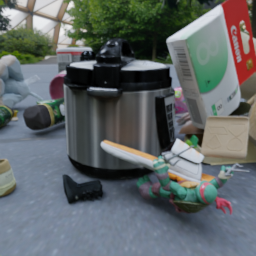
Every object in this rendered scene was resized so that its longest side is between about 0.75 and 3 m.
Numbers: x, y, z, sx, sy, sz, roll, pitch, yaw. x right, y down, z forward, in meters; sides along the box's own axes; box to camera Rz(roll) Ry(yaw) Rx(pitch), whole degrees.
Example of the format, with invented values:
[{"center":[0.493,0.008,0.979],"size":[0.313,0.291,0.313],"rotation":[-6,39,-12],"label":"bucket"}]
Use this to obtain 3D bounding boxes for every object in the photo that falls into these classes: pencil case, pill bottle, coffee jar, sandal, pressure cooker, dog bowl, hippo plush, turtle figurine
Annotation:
[{"center":[1.146,-0.760,8.348],"size":[1.963,0.858,0.858],"rotation":[-10,9,33],"label":"pencil case"},{"center":[-2.247,-2.085,12.073],"size":[1.482,2.602,1.482],"rotation":[-1,14,0],"label":"pill bottle"},{"center":[-2.463,-0.503,9.267],"size":[0.980,0.802,1.880],"rotation":[-6,12,35],"label":"coffee jar"},{"center":[0.655,0.470,4.975],"size":[2.283,0.654,0.875],"rotation":[20,3,1],"label":"sandal"},{"center":[-0.248,-0.560,6.396],"size":[2.535,2.838,2.496],"rotation":[-10,19,-32],"label":"pressure cooker"},{"center":[-4.381,-0.309,9.342],"size":[0.589,0.720,1.380],"rotation":[37,15,-8],"label":"coffee jar"},{"center":[-2.454,-1.460,11.147],"size":[1.600,1.600,0.590],"rotation":[7,20,25],"label":"dog bowl"},{"center":[-5.681,-1.939,12.181],"size":[2.316,2.294,2.880],"rotation":[4,21,21],"label":"hippo plush"},{"center":[0.893,0.881,4.338],"size":[1.299,0.874,1.736],"rotation":[19,-21,-20],"label":"turtle figurine"}]

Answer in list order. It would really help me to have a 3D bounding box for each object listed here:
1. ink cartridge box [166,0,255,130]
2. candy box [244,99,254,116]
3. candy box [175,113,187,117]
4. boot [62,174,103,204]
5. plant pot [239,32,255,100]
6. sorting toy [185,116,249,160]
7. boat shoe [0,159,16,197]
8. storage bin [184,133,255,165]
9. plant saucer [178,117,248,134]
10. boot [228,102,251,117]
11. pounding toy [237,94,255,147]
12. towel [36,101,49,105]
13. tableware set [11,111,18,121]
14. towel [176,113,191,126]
[{"center":[2.333,-1.630,6.555],"size":[2.803,2.255,0.702],"rotation":[-36,30,-20],"label":"ink cartridge box"},{"center":[5.327,-1.512,11.762],"size":[0.728,1.708,2.036],"rotation":[7,18,24],"label":"candy box"},{"center":[2.517,-0.895,11.626],"size":[1.413,0.602,1.684],"rotation":[8,19,27],"label":"candy box"},{"center":[-0.858,1.093,5.247],"size":[0.658,0.297,0.803],"rotation":[-8,25,-20],"label":"boot"},{"center":[3.722,-2.156,9.716],"size":[2.506,2.737,2.737],"rotation":[22,20,10],"label":"plant pot"},{"center":[1.635,0.170,5.254],"size":[1.135,0.839,0.167],"rotation":[2,-30,28],"label":"sorting toy"},{"center":[-3.199,0.884,5.238],"size":[2.088,0.693,0.773],"rotation":[-2,16,-7],"label":"boat shoe"},{"center":[2.351,0.341,7.180],"size":[1.439,0.679,1.449],"rotation":[-2,16,-8],"label":"storage bin"},{"center":[2.416,-0.058,7.559],"size":[2.126,0.389,2.126],"rotation":[-4,-1,0],"label":"plant saucer"},{"center":[2.802,-0.447,7.496],"size":[0.893,0.337,1.020],"rotation":[-8,-5,22],"label":"boot"},{"center":[3.681,-0.189,6.832],"size":[1.570,1.575,2.745],"rotation":[36,56,1],"label":"pounding toy"},{"center":[-3.491,-1.087,13.127],"size":[1.144,0.235,1.534],"rotation":[-10,16,-38],"label":"towel"},{"center":[-5.223,-0.453,10.572],"size":[2.058,0.316,1.386],"rotation":[-8,16,-22],"label":"tableware set"},{"center":[2.184,-0.430,7.917],"size":[1.305,0.210,1.247],"rotation":[-13,-12,-27],"label":"towel"}]
